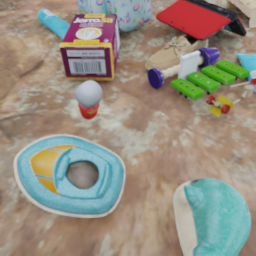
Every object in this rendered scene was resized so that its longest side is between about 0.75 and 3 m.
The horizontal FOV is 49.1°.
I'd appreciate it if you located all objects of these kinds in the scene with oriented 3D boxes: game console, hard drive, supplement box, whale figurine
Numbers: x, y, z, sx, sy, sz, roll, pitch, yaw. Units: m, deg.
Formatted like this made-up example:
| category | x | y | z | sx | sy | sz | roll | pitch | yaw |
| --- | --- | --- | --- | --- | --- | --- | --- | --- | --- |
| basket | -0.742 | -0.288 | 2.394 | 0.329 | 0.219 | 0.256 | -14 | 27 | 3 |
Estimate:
| category | x | y | z | sx | sy | sz | roll | pitch | yaw |
| --- | --- | --- | --- | --- | --- | --- | --- | --- | --- |
| game console | 2.886 | -4.070 | 11.109 | 2.705 | 2.331 | 1.605 | 44 | 105 | 37 |
| hard drive | 1.948 | -1.929 | 9.088 | 0.674 | 1.022 | 0.136 | -23 | 51 | -20 |
| supplement box | -1.203 | -2.831 | 9.653 | 1.627 | 1.282 | 2.485 | 0 | 44 | 3 |
| whale figurine | 1.529 | 1.793 | 4.862 | 1.235 | 1.894 | 2.381 | -23 | 6 | 18 |

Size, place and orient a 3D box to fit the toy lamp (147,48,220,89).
| category | x | y | z | sx | sy | sz | roll | pitch | yaw |
| --- | --- | --- | --- | --- | --- | --- | --- | --- | --- |
| toy lamp | 1.953 | -2.091 | 9.426 | 2.693 | 0.784 | 0.784 | -26 | 52 | -22 |

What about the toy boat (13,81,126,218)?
| category | x | y | z | sx | sy | sz | roll | pitch | yaw |
| --- | --- | --- | --- | --- | --- | --- | --- | --- | --- |
| toy boat | -1.143 | 0.415 | 6.136 | 2.420 | 1.338 | 2.878 | 12 | 68 | -4 |

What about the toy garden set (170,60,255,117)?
| category | x | y | z | sx | sy | sz | roll | pitch | yaw |
| --- | --- | --- | --- | --- | --- | --- | --- | --- | --- |
| toy garden set | 2.896 | -1.228 | 8.738 | 2.428 | 0.485 | 2.024 | -24 | 42 | -23 |

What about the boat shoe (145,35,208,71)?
| category | x | y | z | sx | sy | sz | roll | pitch | yaw |
| --- | --- | --- | --- | --- | --- | --- | --- | --- | --- |
| boat shoe | 1.755 | -2.816 | 9.975 | 2.861 | 0.923 | 1.020 | -33 | 55 | -27 |

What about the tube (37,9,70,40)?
| category | x | y | z | sx | sy | sz | roll | pitch | yaw |
| --- | --- | --- | --- | --- | --- | --- | --- | --- | --- |
| tube | -2.853 | -4.181 | 11.555 | 0.889 | 0.579 | 2.296 | -40 | 63 | -22 |

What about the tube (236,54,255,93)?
| category | x | y | z | sx | sy | sz | roll | pitch | yaw |
| --- | --- | --- | --- | --- | --- | --- | --- | --- | --- |
| tube | 4.269 | -2.019 | 9.569 | 0.799 | 0.520 | 2.064 | 9 | 44 | 1 |

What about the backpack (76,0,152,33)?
| category | x | y | z | sx | sy | sz | roll | pitch | yaw |
| --- | --- | --- | --- | --- | --- | --- | --- | --- | --- |
| backpack | -0.512 | -4.973 | 10.954 | 2.809 | 2.493 | 2.114 | -28 | 48 | -18 |

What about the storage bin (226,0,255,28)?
| category | x | y | z | sx | sy | sz | roll | pitch | yaw |
| --- | --- | --- | --- | --- | --- | --- | --- | --- | --- |
| storage bin | 5.736 | -5.422 | 12.396 | 2.024 | 0.955 | 2.039 | -11 | 49 | -9 |
